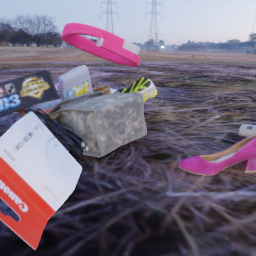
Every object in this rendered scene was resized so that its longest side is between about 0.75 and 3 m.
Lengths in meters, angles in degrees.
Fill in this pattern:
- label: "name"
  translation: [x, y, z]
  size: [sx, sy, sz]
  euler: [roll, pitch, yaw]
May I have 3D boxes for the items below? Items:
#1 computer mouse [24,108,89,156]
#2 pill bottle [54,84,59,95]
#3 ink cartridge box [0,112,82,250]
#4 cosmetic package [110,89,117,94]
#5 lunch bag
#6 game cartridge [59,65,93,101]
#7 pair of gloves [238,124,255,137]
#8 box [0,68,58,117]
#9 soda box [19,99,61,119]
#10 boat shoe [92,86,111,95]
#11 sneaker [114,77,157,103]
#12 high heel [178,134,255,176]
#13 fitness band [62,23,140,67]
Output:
- label: "computer mouse"
  translation: [-1.395, 0.113, 5.581]
  size: [1.263, 0.481, 1.824]
  euler: [38, -20, -7]
- label: "pill bottle"
  translation: [-3.754, -1.854, 13.669]
  size: [0.949, 0.533, 0.533]
  euler: [-14, 21, -37]
- label: "ink cartridge box"
  translation: [-1.263, 0.599, 3.742]
  size: [0.359, 1.216, 1.519]
  euler: [-31, 20, 16]
- label: "cosmetic package"
  translation: [-0.831, -1.446, 12.420]
  size: [0.646, 0.470, 1.270]
  euler: [-9, 17, -28]
- label: "lunch bag"
  translation: [-0.882, -0.199, 6.826]
  size: [2.111, 1.241, 1.731]
  euler: [5, 18, 40]
- label: "game cartridge"
  translation: [-1.391, -0.935, 7.572]
  size: [0.905, 1.357, 0.275]
  euler: [-33, 52, -23]
- label: "pair of gloves"
  translation: [3.570, 0.364, 6.306]
  size: [2.061, 0.425, 2.424]
  euler: [2, 13, 21]
- label: "box"
  translation: [-3.388, -0.442, 6.364]
  size: [2.883, 0.716, 2.862]
  euler: [-26, 15, -28]
- label: "soda box"
  translation: [-2.030, -0.381, 8.187]
  size: [0.710, 0.763, 2.232]
  euler: [9, 19, 31]
- label: "boat shoe"
  translation: [-1.628, -1.127, 10.470]
  size: [2.369, 0.875, 0.896]
  euler: [-15, 20, -37]
- label: "sneaker"
  translation: [0.065, -0.844, 8.420]
  size: [1.765, 0.674, 0.665]
  euler: [-19, 49, 33]
- label: "high heel"
  translation: [1.783, 0.455, 5.297]
  size: [1.643, 0.788, 0.553]
  euler: [1, 16, 2]
- label: "fitness band"
  translation: [-0.792, -2.600, 9.037]
  size: [2.733, 0.511, 1.962]
  euler: [15, 2, -41]
